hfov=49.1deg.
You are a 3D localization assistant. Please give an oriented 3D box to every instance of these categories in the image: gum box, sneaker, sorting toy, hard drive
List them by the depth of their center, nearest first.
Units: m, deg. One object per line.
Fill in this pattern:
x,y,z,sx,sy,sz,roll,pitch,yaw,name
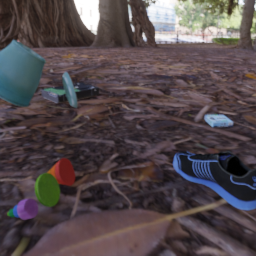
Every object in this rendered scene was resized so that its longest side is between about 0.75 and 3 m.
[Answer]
-2.059,1.451,6.600,0.756,0.761,2.194,-18,13,20,sorting toy
2.163,0.975,7.073,0.910,1.011,2.594,-15,25,-33,sneaker
3.711,-0.297,11.575,0.828,0.217,0.974,-2,21,-6,gum box
-3.214,-1.990,15.661,2.662,0.504,1.859,-18,27,-40,hard drive

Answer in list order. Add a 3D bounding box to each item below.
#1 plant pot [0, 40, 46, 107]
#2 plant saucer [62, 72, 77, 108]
-3.374,-1.717,8.491,1.632,1.534,1.632,35,8,-5,plant pot
-1.929,-1.212,9.146,0.165,1.207,1.207,-19,26,-18,plant saucer
